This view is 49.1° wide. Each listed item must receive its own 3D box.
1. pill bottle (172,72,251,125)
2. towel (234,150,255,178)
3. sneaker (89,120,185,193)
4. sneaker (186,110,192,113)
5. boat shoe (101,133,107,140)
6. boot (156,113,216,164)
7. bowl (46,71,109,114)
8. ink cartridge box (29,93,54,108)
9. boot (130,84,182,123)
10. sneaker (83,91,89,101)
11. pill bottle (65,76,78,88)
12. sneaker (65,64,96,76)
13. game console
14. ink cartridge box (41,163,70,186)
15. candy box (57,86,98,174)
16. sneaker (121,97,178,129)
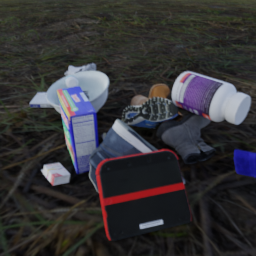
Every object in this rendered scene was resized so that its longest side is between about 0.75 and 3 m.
[{"bbox_3d":[2.950,-1.047,10.065,1.403,1.403,2.518,-27,40,-35],"label":"pill bottle"},{"bbox_3d":[3.762,1.142,8.160,1.304,0.963,0.323,7,43,42],"label":"towel"},{"bbox_3d":[0.144,1.375,8.426,2.831,2.046,1.076,38,4,-10],"label":"sneaker"},{"bbox_3d":[3.299,-0.772,12.132,1.689,0.599,0.700,15,35,24],"label":"sneaker"},{"bbox_3d":[-0.451,0.607,9.774,0.634,0.644,1.729,-30,38,0],"label":"boat shoe"},{"bbox_3d":[2.514,0.392,10.239,2.757,0.962,1.815,-20,49,-32],"label":"boot"},{"bbox_3d":[-2.011,-1.254,12.072,2.730,1.227,2.730,-9,39,7],"label":"bowl"},{"bbox_3d":[-3.902,-1.329,13.342,1.185,0.261,1.207,0,30,3],"label":"ink cartridge box"},{"bbox_3d":[1.598,-0.982,12.346,1.985,0.945,2.566,31,44,29],"label":"boot"},{"bbox_3d":[-2.111,-1.217,11.687,1.065,0.706,1.871,0,10,3],"label":"sneaker"},{"bbox_3d":[-2.450,-1.988,12.167,0.531,0.531,0.959,-8,15,-12],"label":"pill bottle"},{"bbox_3d":[-2.711,-3.266,15.944,1.076,0.703,1.872,20,41,24],"label":"sneaker"},{"bbox_3d":[0.407,1.698,7.461,2.326,2.057,0.361,-9,-11,-13],"label":"game console"},{"bbox_3d":[-2.312,1.405,8.846,0.553,0.320,0.949,-5,25,-41],"label":"ink cartridge box"},{"bbox_3d":[-1.636,0.048,9.297,0.873,2.265,1.915,-12,35,-18],"label":"candy box"},{"bbox_3d":[0.922,-0.520,10.737,2.420,0.950,1.079,-6,-17,43],"label":"sneaker"}]
